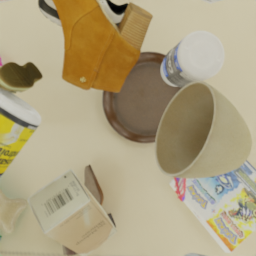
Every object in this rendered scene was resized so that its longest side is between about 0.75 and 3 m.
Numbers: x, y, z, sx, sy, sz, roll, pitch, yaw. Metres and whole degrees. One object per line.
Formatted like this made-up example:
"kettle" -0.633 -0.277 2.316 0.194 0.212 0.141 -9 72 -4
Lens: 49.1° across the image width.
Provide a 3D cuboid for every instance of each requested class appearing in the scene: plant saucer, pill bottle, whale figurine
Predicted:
"plant saucer" 0.531 -0.872 8.202 2.658 0.426 2.658 0 89 17
"pill bottle" -2.089 0.283 3.913 0.962 0.962 1.717 37 90 14
"pill bottle" 1.282 -1.389 6.069 0.939 1.650 0.939 0 90 -8
"whale figurine" -3.941 1.844 7.255 2.460 1.276 1.957 29 61 -14

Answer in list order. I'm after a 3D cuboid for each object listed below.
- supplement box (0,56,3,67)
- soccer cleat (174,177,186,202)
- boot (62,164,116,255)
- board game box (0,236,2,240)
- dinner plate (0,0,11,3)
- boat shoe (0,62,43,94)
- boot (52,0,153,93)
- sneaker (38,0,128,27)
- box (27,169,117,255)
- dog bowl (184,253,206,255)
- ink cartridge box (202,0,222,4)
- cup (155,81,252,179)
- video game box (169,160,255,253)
"supplement box" -4.408 -2.165 9.216 0.442 0.433 0.855 -21 68 -9
"soccer cleat" 1.049 1.066 5.556 0.302 0.263 0.789 -7 52 -3
"boot" -1.294 2.147 7.250 1.507 0.724 2.062 -23 66 -5
"board game box" -3.510 3.271 6.608 0.210 0.969 1.440 8 68 4
"dinner plate" -2.785 -3.200 5.974 1.607 0.195 1.607 1 66 -2
"boat shoe" -1.710 -0.739 4.283 0.395 1.257 0.458 -32 106 11
"boot" -1.150 -1.999 6.022 3.012 2.156 1.060 21 31 -17
"sneaker" -0.985 -2.890 6.803 2.288 0.915 0.843 7 53 -21
"box" -0.924 1.640 5.148 0.897 1.890 0.735 -36 56 -10
"dog bowl" 0.795 2.477 3.450 0.554 1.889 1.889 23 68 -1
"ink cartridge box" 1.591 -3.199 6.523 1.471 1.296 0.329 -10 99 -46
"cup" 1.306 0.161 4.566 1.113 1.557 1.557 19 66 -20
"video game box" 2.608 1.729 7.516 2.059 0.529 2.260 -36 71 -11
